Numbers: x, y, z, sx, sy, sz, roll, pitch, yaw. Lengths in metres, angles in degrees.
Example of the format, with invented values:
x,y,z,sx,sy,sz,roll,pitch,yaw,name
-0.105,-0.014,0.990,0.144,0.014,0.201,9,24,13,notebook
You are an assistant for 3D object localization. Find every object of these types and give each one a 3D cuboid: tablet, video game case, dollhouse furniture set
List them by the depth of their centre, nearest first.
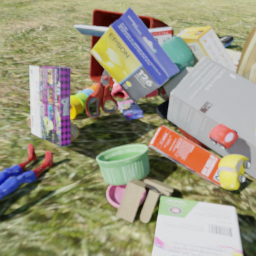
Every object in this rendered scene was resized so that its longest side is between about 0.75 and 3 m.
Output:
x,y,z,sx,sy,sz,roll,pitch,yaw,name
0.408,1.600,6.125,0.911,0.781,0.958,21,7,13,dollhouse furniture set
-1.992,-0.607,7.049,0.334,1.865,1.690,-8,15,-40,video game case
-0.835,-2.606,7.595,1.073,0.113,1.649,5,12,-4,tablet

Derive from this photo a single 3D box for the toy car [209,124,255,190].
x,y,z,sx,sy,sz,roll,pitch,yaw,name
1.937,0.168,4.512,1.370,0.325,1.456,-34,29,28,toy car

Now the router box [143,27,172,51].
x,y,z,sx,sy,sz,roll,pitch,yaw,name
0.818,-2.424,8.218,1.003,0.900,0.245,-2,38,16,router box

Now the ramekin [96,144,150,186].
x,y,z,sx,sy,sz,roll,pitch,yaw,name
-0.079,0.861,6.586,1.236,0.604,1.236,-12,10,2,ramekin

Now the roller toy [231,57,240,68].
x,y,z,sx,sy,sz,roll,pitch,yaw,name
4.010,-2.215,10.208,0.759,0.692,0.530,4,44,45,roller toy

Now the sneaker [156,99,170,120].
x,y,z,sx,sy,sz,roll,pitch,yaw,name
1.922,-0.725,9.553,2.085,0.748,0.863,-17,-3,-10,sneaker

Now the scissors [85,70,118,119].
x,y,z,sx,sy,sz,roll,pitch,yaw,name
-0.778,-1.344,8.263,1.062,2.904,0.202,-7,50,-11,scissors

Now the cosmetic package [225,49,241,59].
x,y,z,sx,sy,sz,roll,pitch,yaw,name
4.311,-3.008,12.787,1.254,0.886,2.423,-24,40,-33,cosmetic package

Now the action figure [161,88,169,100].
x,y,z,sx,sy,sz,roll,pitch,yaw,name
2.248,-1.311,10.369,1.955,0.505,0.639,-9,60,-21,action figure

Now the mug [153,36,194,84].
x,y,z,sx,sy,sz,roll,pitch,yaw,name
1.393,-1.961,8.316,1.547,1.271,0.957,-28,81,-27,mug

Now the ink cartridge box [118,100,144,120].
x,y,z,sx,sy,sz,roll,pitch,yaw,name
0.079,-0.629,9.668,0.620,0.218,1.038,-12,36,-17,ink cartridge box

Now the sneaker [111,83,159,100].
x,y,z,sx,sy,sz,roll,pitch,yaw,name
0.197,-1.085,8.873,1.564,0.576,0.678,6,44,20,sneaker

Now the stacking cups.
x,y,z,sx,sy,sz,roll,pitch,yaw,name
-1.438,-1.041,9.979,0.694,0.694,2.294,16,32,24,stacking cups

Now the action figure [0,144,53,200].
x,y,z,sx,sy,sz,roll,pitch,yaw,name
-2.917,1.053,5.975,0.944,1.433,2.894,14,38,22,action figure

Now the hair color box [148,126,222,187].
x,y,z,sx,sy,sz,roll,pitch,yaw,name
1.347,0.632,6.324,1.728,0.553,0.959,29,-5,3,hair color box

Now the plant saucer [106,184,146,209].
x,y,z,sx,sy,sz,roll,pitch,yaw,name
-0.043,1.513,6.261,0.876,0.222,0.876,-1,32,0,plant saucer

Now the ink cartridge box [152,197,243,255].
x,y,z,sx,sy,sz,roll,pitch,yaw,name
1.059,2.315,4.435,1.406,0.808,2.401,7,33,10,ink cartridge box

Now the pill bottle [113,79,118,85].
x,y,z,sx,sy,sz,roll,pitch,yaw,name
-0.082,-1.632,8.104,0.494,0.826,0.494,22,46,-25,pill bottle

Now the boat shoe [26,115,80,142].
x,y,z,sx,sy,sz,roll,pitch,yaw,name
-2.320,0.010,8.262,1.744,0.622,0.563,12,34,16,boat shoe

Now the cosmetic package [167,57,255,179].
x,y,z,sx,sy,sz,roll,pitch,yaw,name
2.321,-0.188,6.071,2.659,1.199,1.420,34,66,23,cosmetic package

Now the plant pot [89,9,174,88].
x,y,z,sx,sy,sz,roll,pitch,yaw,name
0.344,-3.204,11.572,2.850,2.847,2.511,23,30,32,plant pot

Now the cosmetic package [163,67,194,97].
x,y,z,sx,sy,sz,roll,pitch,yaw,name
1.538,-1.291,7.935,0.510,0.986,0.360,-9,70,-43,cosmetic package

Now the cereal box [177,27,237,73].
x,y,z,sx,sy,sz,roll,pitch,yaw,name
2.689,-1.734,8.615,0.571,2.892,2.080,-38,20,5,cereal box

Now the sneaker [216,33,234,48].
x,y,z,sx,sy,sz,roll,pitch,yaw,name
4.639,-5.152,15.938,2.691,1.115,0.954,8,35,11,sneaker

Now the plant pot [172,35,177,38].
x,y,z,sx,sy,sz,roll,pitch,yaw,name
1.744,-2.674,9.967,1.148,1.148,0.773,-7,10,-11,plant pot

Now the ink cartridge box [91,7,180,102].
x,y,z,sx,sy,sz,roll,pitch,yaw,name
0.082,-1.624,6.796,0.427,1.795,1.816,-44,8,-27,ink cartridge box

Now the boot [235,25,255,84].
x,y,z,sx,sy,sz,roll,pitch,yaw,name
3.399,-1.192,6.507,1.708,2.197,0.800,15,36,17,boot

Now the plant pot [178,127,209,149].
x,y,z,sx,sy,sz,roll,pitch,yaw,name
2.213,-0.227,7.884,1.463,1.291,1.465,-15,45,-23,plant pot
